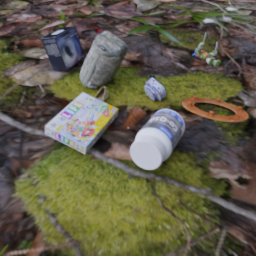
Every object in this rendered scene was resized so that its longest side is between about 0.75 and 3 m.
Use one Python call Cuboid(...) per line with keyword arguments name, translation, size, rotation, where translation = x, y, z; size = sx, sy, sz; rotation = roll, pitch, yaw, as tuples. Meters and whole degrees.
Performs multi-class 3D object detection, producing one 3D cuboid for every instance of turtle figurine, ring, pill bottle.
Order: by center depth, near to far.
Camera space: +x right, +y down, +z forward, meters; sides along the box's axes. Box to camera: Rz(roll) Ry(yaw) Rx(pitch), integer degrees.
Cuboid(name="pill bottle", translation=(0.956, 0.341, 8.960), size=(1.214, 1.214, 2.135), rotation=(17, 34, 20))
Cuboid(name="ring", translation=(3.331, -0.797, 10.752), size=(2.493, 0.239, 2.493), rotation=(7, 22, -3))
Cuboid(name="turtle figurine", translation=(4.066, -3.847, 14.001), size=(1.551, 1.116, 1.504), rotation=(-32, 53, 7))

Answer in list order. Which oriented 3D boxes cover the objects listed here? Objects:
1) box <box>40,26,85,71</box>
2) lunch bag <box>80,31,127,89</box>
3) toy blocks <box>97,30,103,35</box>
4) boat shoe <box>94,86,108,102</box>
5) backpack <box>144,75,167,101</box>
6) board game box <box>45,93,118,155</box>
Cuboid(name="box", translation=(-3.170, -3.944, 13.903), size=(1.032, 1.661, 1.675), rotation=(5, 38, 29))
Cuboid(name="lunch bag", translation=(-1.200, -2.904, 12.343), size=(1.476, 2.119, 1.777), rotation=(36, 40, 2))
Cuboid(name="toy blocks", translation=(-1.262, -4.196, 14.366), size=(0.880, 1.204, 1.761), rotation=(-6, 55, 26))
Cuboid(name="boat shoe", translation=(-1.220, -1.189, 11.609), size=(0.502, 0.430, 1.370), rotation=(6, 43, 13))
Cuboid(name="backpack", translation=(1.163, -1.583, 11.778), size=(0.926, 0.972, 0.749), rotation=(35, 80, 33))
Cuboid(name="board game box", translation=(-1.605, -0.253, 10.141), size=(1.618, 0.412, 2.406), rotation=(25, 43, 10))
